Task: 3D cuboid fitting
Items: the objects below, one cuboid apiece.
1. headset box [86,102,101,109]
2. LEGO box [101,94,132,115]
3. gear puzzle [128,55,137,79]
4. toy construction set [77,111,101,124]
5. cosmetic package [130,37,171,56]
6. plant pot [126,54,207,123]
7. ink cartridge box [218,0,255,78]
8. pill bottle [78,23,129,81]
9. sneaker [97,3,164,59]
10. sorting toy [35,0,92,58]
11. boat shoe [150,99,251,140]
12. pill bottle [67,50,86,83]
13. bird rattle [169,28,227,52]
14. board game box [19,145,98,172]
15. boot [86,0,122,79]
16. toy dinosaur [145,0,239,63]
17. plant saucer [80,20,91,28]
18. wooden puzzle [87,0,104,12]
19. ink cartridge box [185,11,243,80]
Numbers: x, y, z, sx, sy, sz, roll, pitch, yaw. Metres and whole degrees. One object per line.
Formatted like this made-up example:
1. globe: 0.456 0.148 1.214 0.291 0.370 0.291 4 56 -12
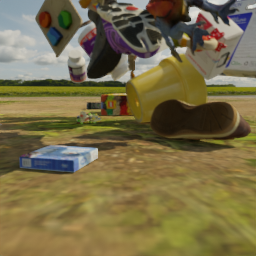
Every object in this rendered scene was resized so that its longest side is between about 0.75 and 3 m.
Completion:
1. headset box: -2.051 -1.404 17.584 0.901 0.418 0.784 -4 8 -29
2. LEGO box: -0.258 -1.220 14.196 1.853 0.960 2.488 1 8 5
3. gear puzzle: 0.205 -2.634 10.937 0.229 1.749 0.906 -7 21 -14
4. toy construction set: -1.468 -0.341 10.002 0.611 0.430 0.933 5 -2 30
5. cosmetic package: 0.890 -3.147 9.565 0.695 0.989 1.949 22 39 29
6. plant pot: 1.248 -1.252 10.296 2.301 2.445 2.445 -19 13 -14
7. ink cartridge box: 3.945 -2.988 9.240 0.634 2.699 2.667 28 -3 -34
8. pill bottle: -0.983 -3.288 12.222 1.355 2.410 1.355 -39 4 3
9. sneaker: 0.100 -2.351 7.155 1.200 1.241 2.976 -16 36 -10
10. sorting toy: -1.578 -2.760 6.608 0.248 1.379 1.851 -16 -17 -48
11. boat shoe: 1.645 -0.114 6.876 0.995 0.998 2.765 21 -11 -32
12. pill bottle: -2.025 -2.424 11.046 0.676 1.213 0.676 1 52 -1
13. bird rattle: 1.577 -1.919 6.321 1.339 0.754 1.092 17 31 -2
14. board game box: -1.095 0.480 4.591 0.926 0.201 0.921 2 7 15
15. boot: -0.944 -3.376 10.212 1.042 1.965 2.985 -8 -30 -42
16. toy dinosaur: 0.898 -2.441 5.420 2.692 1.413 2.443 28 14 -48
17. plant saucer: -1.936 -4.404 11.964 0.855 0.137 0.855 -22 20 8
18. wooden puzzle: -1.165 -4.208 9.120 0.804 0.745 0.186 27 38 7
19. ink cartridge box: 2.366 -2.366 7.967 0.686 1.183 1.603 -26 -25 -17
